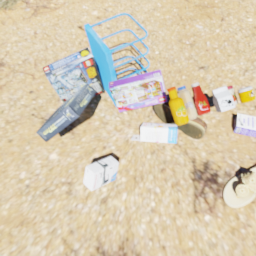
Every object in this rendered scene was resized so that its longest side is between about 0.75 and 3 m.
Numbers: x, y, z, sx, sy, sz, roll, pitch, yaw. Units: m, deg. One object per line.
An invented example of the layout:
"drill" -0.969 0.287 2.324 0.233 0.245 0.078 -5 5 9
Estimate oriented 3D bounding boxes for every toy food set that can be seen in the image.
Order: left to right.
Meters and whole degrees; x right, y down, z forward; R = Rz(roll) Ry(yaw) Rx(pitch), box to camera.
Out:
"toy food set" 2.516 -1.034 8.850 2.609 1.245 1.174 -19 93 1

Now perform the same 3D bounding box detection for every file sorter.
"file sorter" -0.245 -2.563 10.869 1.761 2.871 1.992 -25 54 -11

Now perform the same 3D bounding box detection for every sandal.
"sandal" 3.984 1.582 8.828 2.403 0.790 0.881 -26 54 -21

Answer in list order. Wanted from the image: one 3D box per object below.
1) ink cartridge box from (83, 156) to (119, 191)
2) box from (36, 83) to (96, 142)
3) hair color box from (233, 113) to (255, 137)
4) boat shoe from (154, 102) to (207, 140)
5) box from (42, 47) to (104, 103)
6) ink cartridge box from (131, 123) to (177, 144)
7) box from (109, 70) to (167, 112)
"ink cartridge box" -0.840 1.419 8.737 1.017 0.735 0.428 -19 42 -42
"box" -1.930 -0.533 8.970 1.525 0.493 1.933 -36 18 25
"hair color box" 4.682 -0.050 10.509 1.299 0.421 0.710 14 51 9
"boat shoe" 1.972 -0.380 10.521 2.144 0.772 0.724 32 48 15
"box" -1.918 -1.749 10.410 1.702 2.486 0.496 -26 69 -6
"ink cartridge box" 0.928 0.160 9.957 1.585 0.538 0.912 3 11 7
"box" 0.375 -1.272 9.959 1.859 1.272 0.364 -12 49 9
